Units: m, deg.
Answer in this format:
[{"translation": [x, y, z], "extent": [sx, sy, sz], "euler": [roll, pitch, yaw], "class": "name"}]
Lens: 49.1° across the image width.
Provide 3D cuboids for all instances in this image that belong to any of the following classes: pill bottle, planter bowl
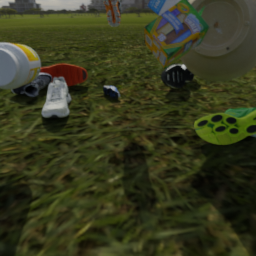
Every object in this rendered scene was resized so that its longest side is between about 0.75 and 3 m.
[{"translation": [-2.862, -1.512, 6.846], "extent": [1.073, 1.073, 1.902], "euler": [-2, 16, -5], "class": "pill bottle"}, {"translation": [2.387, -2.573, 7.356], "extent": [2.626, 2.626, 1.767], "euler": [10, 10, 21], "class": "planter bowl"}]

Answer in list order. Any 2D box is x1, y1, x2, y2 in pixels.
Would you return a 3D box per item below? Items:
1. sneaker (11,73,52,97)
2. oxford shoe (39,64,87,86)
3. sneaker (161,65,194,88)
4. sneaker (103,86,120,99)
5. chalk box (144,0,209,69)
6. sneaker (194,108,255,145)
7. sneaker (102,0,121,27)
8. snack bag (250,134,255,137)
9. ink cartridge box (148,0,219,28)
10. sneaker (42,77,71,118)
[{"translation": [-3.968, -1.811, 12.111], "extent": [1.889, 0.713, 1.075], "euler": [-28, 37, -36], "class": "sneaker"}, {"translation": [-3.378, -2.594, 13.431], "extent": [2.930, 1.043, 1.063], "euler": [0, 19, 0], "class": "oxford shoe"}, {"translation": [2.209, -2.485, 13.340], "extent": [1.129, 1.052, 2.846], "euler": [5, 17, 32], "class": "sneaker"}, {"translation": [-0.632, -1.551, 11.799], "extent": [0.457, 0.449, 1.186], "euler": [-17, 31, -25], "class": "sneaker"}, {"translation": [1.005, -1.856, 5.399], "extent": [1.214, 0.751, 0.755], "euler": [-35, -8, -1], "class": "chalk box"}, {"translation": [3.094, -0.074, 8.350], "extent": [2.538, 0.940, 1.060], "euler": [-8, 5, -15], "class": "sneaker"}, {"translation": [-0.572, -4.647, 10.239], "extent": [0.676, 1.728, 0.667], "euler": [4, 39, 7], "class": "sneaker"}, {"translation": [4.206, 0.180, 8.494], "extent": [0.769, 0.087, 0.816], "euler": [19, 31, 37], "class": "snack bag"}, {"translation": [2.295, -3.740, 9.474], "extent": [1.976, 1.159, 2.699], "euler": [-10, 54, -49], "class": "ink cartridge box"}, {"translation": [-2.621, -1.110, 10.187], "extent": [0.965, 1.041, 2.568], "euler": [-2, 26, -8], "class": "sneaker"}]
